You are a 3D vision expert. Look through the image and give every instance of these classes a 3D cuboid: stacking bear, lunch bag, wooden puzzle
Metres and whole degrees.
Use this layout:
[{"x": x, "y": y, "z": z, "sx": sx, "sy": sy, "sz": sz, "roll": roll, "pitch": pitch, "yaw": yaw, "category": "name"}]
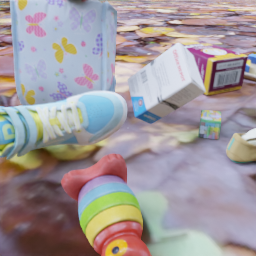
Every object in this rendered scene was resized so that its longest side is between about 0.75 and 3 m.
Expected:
[{"x": -0.205, "y": 1.358, "z": 3.939, "sx": 1.022, "sy": 0.957, "sz": 1.683, "roll": -24, "pitch": 43, "yaw": -4, "category": "stacking bear"}, {"x": -1.596, "y": -1.754, "z": 7.466, "sx": 2.450, "sy": 2.889, "sz": 1.837, "roll": 3, "pitch": 12, "yaw": 6, "category": "lunch bag"}, {"x": 5.206, "y": -2.376, "z": 10.887, "sx": 2.318, "sy": 0.537, "sz": 2.147, "roll": -22, "pitch": 36, "yaw": -34, "category": "wooden puzzle"}]

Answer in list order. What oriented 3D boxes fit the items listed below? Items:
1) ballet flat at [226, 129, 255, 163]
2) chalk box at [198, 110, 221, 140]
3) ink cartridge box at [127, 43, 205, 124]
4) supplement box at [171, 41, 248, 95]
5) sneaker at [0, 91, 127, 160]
[{"x": 3.175, "y": 0.295, "z": 6.016, "sx": 2.157, "sy": 0.680, "sz": 0.740, "roll": -8, "pitch": 30, "yaw": -14, "category": "ballet flat"}, {"x": 1.993, "y": -0.048, "z": 6.822, "sx": 0.487, "sy": 0.490, "sz": 0.787, "roll": 7, "pitch": 31, "yaw": 13, "category": "chalk box"}, {"x": 0.886, "y": -1.041, "z": 6.843, "sx": 0.704, "sy": 1.669, "sz": 1.219, "roll": 23, "pitch": 47, "yaw": -44, "category": "ink cartridge box"}, {"x": 2.716, "y": -2.181, "z": 9.863, "sx": 1.525, "sy": 1.202, "sz": 2.329, "roll": -13, "pitch": 32, "yaw": -22, "category": "supplement box"}, {"x": -1.481, "y": -0.040, "z": 5.289, "sx": 2.774, "sy": 1.103, "sz": 1.811, "roll": -15, "pitch": -1, "yaw": 16, "category": "sneaker"}]
